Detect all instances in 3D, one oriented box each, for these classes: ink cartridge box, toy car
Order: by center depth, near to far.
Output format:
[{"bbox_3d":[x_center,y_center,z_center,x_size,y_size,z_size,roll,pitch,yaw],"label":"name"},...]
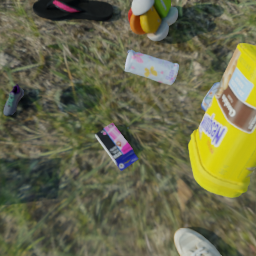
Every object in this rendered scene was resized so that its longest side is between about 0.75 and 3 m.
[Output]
[{"bbox_3d":[-0.339,0.541,8.205,0.629,0.246,1.328,-34,73,-13],"label":"ink cartridge box"},{"bbox_3d":[0.715,-3.974,9.602,1.376,1.606,1.836,10,62,44],"label":"toy car"}]

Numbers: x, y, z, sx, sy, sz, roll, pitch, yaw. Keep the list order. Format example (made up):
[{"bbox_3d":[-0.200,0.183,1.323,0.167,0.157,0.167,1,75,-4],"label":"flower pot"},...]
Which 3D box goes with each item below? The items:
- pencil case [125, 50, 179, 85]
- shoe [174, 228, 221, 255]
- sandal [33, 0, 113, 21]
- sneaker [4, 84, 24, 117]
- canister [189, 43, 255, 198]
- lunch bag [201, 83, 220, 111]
[{"bbox_3d":[0.412,-1.078,4.975,0.952,0.396,0.432,18,38,-2],"label":"pencil case"},{"bbox_3d":[2.053,3.365,6.782,0.805,0.615,2.303,-40,73,-15],"label":"shoe"},{"bbox_3d":[-1.997,-4.451,10.078,2.884,0.650,1.083,3,67,1],"label":"sandal"},{"bbox_3d":[-3.624,-0.872,8.673,0.381,0.448,1.023,14,67,6],"label":"sneaker"},{"bbox_3d":[2.111,-0.184,5.323,1.045,2.415,1.794,16,30,-3],"label":"canister"},{"bbox_3d":[3.037,-0.739,8.598,1.337,0.505,1.071,34,69,14],"label":"lunch bag"}]
